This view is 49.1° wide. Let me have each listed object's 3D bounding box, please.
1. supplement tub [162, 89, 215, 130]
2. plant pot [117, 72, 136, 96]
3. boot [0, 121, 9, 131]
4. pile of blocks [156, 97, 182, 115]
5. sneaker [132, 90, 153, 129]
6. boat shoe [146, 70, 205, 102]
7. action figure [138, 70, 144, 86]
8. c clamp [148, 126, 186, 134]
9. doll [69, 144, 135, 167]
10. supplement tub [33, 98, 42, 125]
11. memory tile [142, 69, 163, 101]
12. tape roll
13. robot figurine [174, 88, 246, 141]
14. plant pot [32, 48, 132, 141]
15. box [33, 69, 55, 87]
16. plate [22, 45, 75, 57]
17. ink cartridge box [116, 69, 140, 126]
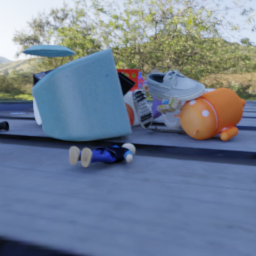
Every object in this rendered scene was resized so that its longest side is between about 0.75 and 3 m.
[{"bbox_3d":[2.721,-0.735,11.060,2.462,1.624,1.624,-3,8,-23],"label":"supplement tub"},{"bbox_3d":[-0.248,-1.651,11.011,0.819,0.727,0.817,34,17,-3],"label":"plant pot"},{"bbox_3d":[-4.959,-0.036,10.377,0.832,0.419,1.113,0,7,-5],"label":"boot"},{"bbox_3d":[1.338,-0.664,8.609,0.344,0.454,1.107,25,-15,-26],"label":"pile of blocks"},{"bbox_3d":[0.544,-0.780,11.352,0.616,1.639,0.664,-20,18,-15],"label":"sneaker"},{"bbox_3d":[1.405,-1.422,9.088,0.824,0.841,2.361,-40,30,-23],"label":"boat shoe"},{"bbox_3d":[0.526,-2.224,12.598,0.310,0.245,0.949,-14,51,0],"label":"action figure"},{"bbox_3d":[1.453,0.067,9.914,1.495,0.202,1.277,4,1,3],"label":"c clamp"},{"bbox_3d":[-0.388,0.563,5.904,1.135,0.403,1.663,4,3,36],"label":"doll"},{"bbox_3d":[-2.635,-0.991,12.256,2.587,1.815,1.815,-5,9,-31],"label":"supplement tub"},{"bbox_3d":[1.359,-1.661,11.565,1.391,1.066,0.117,32,5,-11],"label":"memory tile"},{"bbox_3d":[0.903,-1.381,14.391,2.038,2.038,0.866,6,10,36],"label":"tape roll"},{"bbox_3d":[2.673,-0.444,8.959,2.409,1.733,1.405,-20,5,-27],"label":"robot figurine"},{"bbox_3d":[-1.560,-0.887,9.316,2.675,2.626,2.619,-14,9,-3],"label":"plant pot"},{"bbox_3d":[-3.520,-1.765,13.288,1.618,1.777,0.925,-24,48,-37],"label":"box"},{"bbox_3d":[-2.802,-2.738,9.943,1.843,0.236,1.843,-2,7,0],"label":"plate"},{"bbox_3d":[-0.048,-1.243,11.608,1.917,2.364,0.593,-10,16,-41],"label":"ink cartridge box"}]
